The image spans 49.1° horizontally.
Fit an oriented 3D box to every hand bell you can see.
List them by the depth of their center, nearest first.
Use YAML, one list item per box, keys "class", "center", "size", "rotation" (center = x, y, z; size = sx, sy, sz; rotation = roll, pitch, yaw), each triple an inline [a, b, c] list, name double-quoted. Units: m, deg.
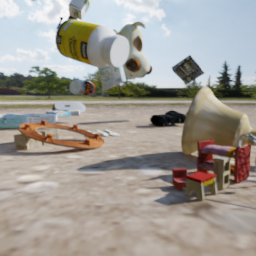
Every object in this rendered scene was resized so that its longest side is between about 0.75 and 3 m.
- class: "hand bell"
  center: [2.582, 0.257, 5.216]
  size: [2.807, 1.461, 1.461]
  rotation: [19, 16, 28]

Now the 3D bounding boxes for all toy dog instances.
- class: "toy dog"
  center: [0.215, -3.457, 13.305]
  size: [2.477, 2.555, 1.782]
  rotation: [-29, -24, 27]

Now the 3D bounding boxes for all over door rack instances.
- class: "over door rack"
  center: [2.322, 0.568, 3.848]
  size: [1.044, 0.471, 1.413]
  rotation: [10, 16, -27]

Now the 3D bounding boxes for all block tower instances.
- class: "block tower"
  center: [-2.256, 0.262, 7.019]
  size: [0.377, 0.352, 1.305]
  rotation: [4, 8, 23]

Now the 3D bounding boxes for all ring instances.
- class: "ring"
  center: [-1.621, 0.111, 7.022]
  size: [2.119, 0.203, 2.119]
  rotation: [13, 9, -2]

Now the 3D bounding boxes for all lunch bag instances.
- class: "lunch bag"
  center: [-4.416, -0.237, 10.374]
  size: [1.264, 0.487, 1.014]
  rotation: [-6, 12, -36]

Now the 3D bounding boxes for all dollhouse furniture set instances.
- class: "dollhouse furniture set"
  center: [1.161, 0.537, 4.111]
  size: [1.349, 0.549, 0.726]
  rotation: [-7, 10, -42]

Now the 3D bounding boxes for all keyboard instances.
- class: "keyboard"
  center: [-2.792, -4.461, 12.453]
  size: [0.794, 1.249, 0.129]
  rotation: [24, 39, -20]

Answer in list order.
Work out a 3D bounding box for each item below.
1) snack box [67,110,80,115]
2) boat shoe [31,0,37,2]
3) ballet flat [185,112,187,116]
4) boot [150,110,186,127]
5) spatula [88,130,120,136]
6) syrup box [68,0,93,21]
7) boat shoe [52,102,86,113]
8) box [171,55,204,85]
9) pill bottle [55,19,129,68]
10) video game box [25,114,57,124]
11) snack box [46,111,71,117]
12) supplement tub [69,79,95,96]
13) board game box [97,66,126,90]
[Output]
- class: "snack box"
  center: [-3.177, -0.890, 16.302]
  size: [0.704, 0.262, 0.991]
  rotation: [-1, 7, -7]
- class: "boat shoe"
  center: [-2.998, -3.965, 7.973]
  size: [0.515, 0.556, 1.507]
  rotation: [13, 21, 1]
- class: "ballet flat"
  center: [3.292, -0.636, 14.106]
  size: [1.045, 0.395, 0.334]
  rotation: [2, 29, 43]
- class: "boot"
  center: [1.475, -0.367, 11.320]
  size: [1.244, 0.562, 1.518]
  rotation: [-6, 10, -21]
- class: "spatula"
  center: [-0.878, 0.145, 8.936]
  size: [0.905, 0.105, 1.302]
  rotation: [-4, 8, -19]
- class: "syrup box"
  center: [-1.346, -3.831, 8.364]
  size: [0.456, 1.119, 0.441]
  rotation: [23, -17, 0]
- class: "boat shoe"
  center: [-3.620, -1.209, 17.095]
  size: [2.087, 0.716, 0.591]
  rotation: [3, -19, -37]
- class: "box"
  center: [2.879, -2.753, 13.446]
  size: [1.066, 0.325, 1.322]
  rotation: [-34, -43, 26]
- class: "pill bottle"
  center: [-1.248, -2.889, 9.741]
  size: [2.495, 1.398, 1.398]
  rotation: [23, 19, 31]
- class: "video game box"
  center: [-3.841, -0.392, 12.079]
  size: [1.420, 0.365, 1.559]
  rotation: [1, 7, -10]
- class: "snack box"
  center: [-3.871, -0.781, 15.480]
  size: [0.816, 0.260, 1.404]
  rotation: [-6, 10, -41]
- class: "supplement tub"
  center: [-2.162, -1.922, 13.415]
  size: [0.724, 0.724, 1.181]
  rotation: [4, 6, 31]
- class: "board game box"
  center: [-0.691, -2.224, 11.221]
  size: [1.144, 1.139, 0.248]
  rotation: [-15, -3, 40]
